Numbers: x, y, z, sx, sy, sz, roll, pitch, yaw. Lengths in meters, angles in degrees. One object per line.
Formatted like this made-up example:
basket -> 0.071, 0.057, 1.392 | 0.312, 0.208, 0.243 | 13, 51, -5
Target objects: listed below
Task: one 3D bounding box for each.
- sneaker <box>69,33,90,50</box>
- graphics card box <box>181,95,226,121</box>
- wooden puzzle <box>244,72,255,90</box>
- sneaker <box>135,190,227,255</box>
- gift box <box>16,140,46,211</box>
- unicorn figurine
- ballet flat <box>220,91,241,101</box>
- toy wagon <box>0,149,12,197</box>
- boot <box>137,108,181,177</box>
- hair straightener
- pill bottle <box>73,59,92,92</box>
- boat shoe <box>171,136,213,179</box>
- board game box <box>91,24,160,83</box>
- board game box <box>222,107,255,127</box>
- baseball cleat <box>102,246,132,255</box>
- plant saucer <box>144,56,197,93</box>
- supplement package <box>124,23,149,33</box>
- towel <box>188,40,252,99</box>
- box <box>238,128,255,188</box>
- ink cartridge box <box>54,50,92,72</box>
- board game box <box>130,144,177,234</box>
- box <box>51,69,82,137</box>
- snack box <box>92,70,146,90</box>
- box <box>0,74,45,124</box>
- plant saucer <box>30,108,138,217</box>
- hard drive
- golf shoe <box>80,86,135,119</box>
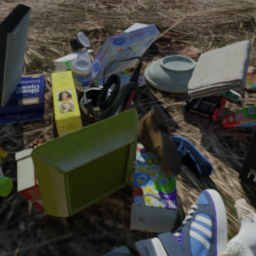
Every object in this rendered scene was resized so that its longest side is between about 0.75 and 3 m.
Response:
sneaker -> -2.019, -3.398, 11.188 | 0.738, 0.526, 1.489 | -14, 8, 4
graphics card box -> 2.305, -0.710, 8.583 | 1.161, 0.295, 0.729 | 20, 62, 29
wooden puzzle -> 4.507, -1.711, 10.260 | 1.675, 0.118, 0.993 | -10, 40, -12
sneaker -> 0.917, 1.931, 5.079 | 1.533, 0.843, 2.093 | 8, 44, 3
gift box -> -1.613, 0.936, 5.998 | 1.190, 1.098, 1.111 | -18, 50, -5
unicorn figurine -> 2.079, 1.854, 4.539 | 1.887, 0.697, 1.296 | -16, 45, -45
ballet flat -> 3.431, -1.189, 9.514 | 0.312, 0.312, 0.899 | -26, 50, -29
toy wagon -> -3.661, 1.233, 6.237 | 2.000, 0.510, 2.578 | 8, 39, 10
boot -> 0.632, 0.386, 5.991 | 0.623, 0.608, 1.652 | -35, 49, 23
hair straightener -> -0.407, -0.422, 5.979 | 0.568, 1.069, 2.778 | 11, 72, 54
pill bottle -> -1.507, -1.702, 9.272 | 0.620, 1.106, 0.620 | 4, 61, -6
boat shoe -> 1.435, 0.675, 6.884 | 0.485, 0.595, 1.414 | -22, 41, -30
board game box -> -0.244, -2.575, 9.842 | 2.144, 2.149, 0.442 | -30, 85, -34
board game box -> 3.289, -0.293, 7.618 | 0.937, 1.224, 0.247 | -3, 77, -9
baseball cleat -> -0.395, 2.458, 4.800 | 1.118, 0.390, 0.595 | -21, 43, -23
plant saucer -> 1.829, -2.169, 10.452 | 2.425, 0.609, 2.425 | 0, 38, 0
supplement package -> 0.523, -4.215, 12.918 | 1.016, 0.723, 1.305 | 17, 41, 20
towel -> 2.848, -1.801, 8.617 | 1.679, 0.437, 2.533 | -9, 37, 36
box -> 3.664, 0.010, 5.818 | 1.541, 2.905, 1.776 | 30, 48, 32
ink cartridge box -> -2.064, -2.610, 10.963 | 0.833, 0.479, 1.423 | 16, 40, 43
board game box -> 0.545, 1.231, 5.943 | 0.856, 0.871, 1.662 | 4, 39, 3
box -> -1.819, -0.688, 8.287 | 0.675, 1.014, 2.695 | -10, 41, -11
snack box -> -0.308, -1.543, 9.609 | 1.513, 0.401, 1.076 | -24, 30, -27
box -> -3.500, -1.037, 9.216 | 1.453, 0.389, 2.398 | -8, 40, -10
plant saucer -> -0.638, 0.834, 5.396 | 2.080, 2.083, 0.499 | -23, 52, -27
hard drive -> -3.420, -2.088, 8.164 | 0.413, 2.511, 1.753 | 17, 42, -12
golf shoe -> -0.864, -0.817, 7.844 | 2.384, 1.127, 0.927 | 11, 72, 52
